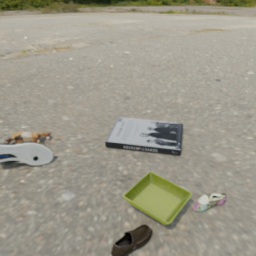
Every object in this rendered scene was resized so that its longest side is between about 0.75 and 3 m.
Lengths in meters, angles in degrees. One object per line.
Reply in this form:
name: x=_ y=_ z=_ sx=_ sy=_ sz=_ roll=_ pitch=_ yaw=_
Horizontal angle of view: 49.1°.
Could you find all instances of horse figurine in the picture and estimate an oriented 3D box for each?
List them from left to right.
horse figurine: x=-3.478 y=0.397 z=9.450 sx=1.560 sy=0.389 sz=1.034 roll=-6 pitch=26 yaw=-1

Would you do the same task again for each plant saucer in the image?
plant saucer: x=0.690 y=1.684 z=6.621 sx=1.249 sy=0.299 sz=1.248 roll=25 pitch=34 yaw=27

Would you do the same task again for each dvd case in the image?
dvd case: x=0.637 y=0.243 z=9.915 sx=2.513 sy=0.311 sz=1.889 roll=5 pitch=29 yaw=11

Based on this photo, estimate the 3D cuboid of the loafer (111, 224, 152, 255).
loafer: x=0.106 y=2.347 z=5.896 sx=1.061 sy=0.379 sz=0.387 roll=-25 pitch=38 yaw=-38

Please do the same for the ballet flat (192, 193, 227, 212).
ballet flat: x=2.030 y=1.801 z=6.962 sx=0.964 sy=0.343 sz=0.333 roll=-10 pitch=28 yaw=-17

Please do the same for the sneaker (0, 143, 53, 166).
sneaker: x=-3.312 y=0.734 z=8.643 sx=1.833 sy=0.670 sz=1.025 roll=7 pitch=0 yaw=-24
